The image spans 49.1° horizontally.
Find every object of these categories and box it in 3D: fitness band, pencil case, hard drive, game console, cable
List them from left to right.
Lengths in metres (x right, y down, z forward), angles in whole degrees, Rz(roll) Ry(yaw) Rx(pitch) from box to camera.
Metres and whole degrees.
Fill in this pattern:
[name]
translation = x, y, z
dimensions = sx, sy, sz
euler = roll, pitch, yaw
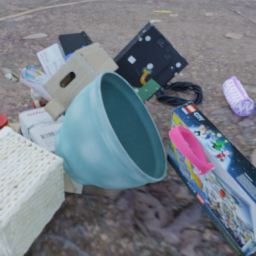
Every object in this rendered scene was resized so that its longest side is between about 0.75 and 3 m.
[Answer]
[game console]
translation = -1.599, -2.619, 9.981
dimensions = 0.900, 1.361, 1.547
euler = -29, 62, 9
[hard drive]
translation = 0.379, -1.848, 9.285
dimensions = 1.886, 2.699, 0.511
euler = 35, 24, -30
[cable]
translation = 2.078, -1.406, 11.377
dimensions = 1.971, 0.501, 1.608
euler = 25, 43, 29
[fitness band]
translation = 1.091, 0.383, 4.812
dimensions = 0.890, 0.232, 1.239
euler = 59, 19, 21
[pencil case]
translation = 4.236, -1.223, 10.867
dimensions = 0.786, 0.800, 1.872
euler = -4, 35, 2

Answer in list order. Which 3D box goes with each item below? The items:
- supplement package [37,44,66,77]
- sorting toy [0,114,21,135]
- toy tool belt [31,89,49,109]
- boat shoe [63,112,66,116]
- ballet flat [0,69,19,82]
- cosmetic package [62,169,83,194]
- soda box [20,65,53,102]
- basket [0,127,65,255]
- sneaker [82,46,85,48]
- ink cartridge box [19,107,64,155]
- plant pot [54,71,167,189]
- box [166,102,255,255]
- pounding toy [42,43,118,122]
[supplement package]
translation = -2.450, -2.103, 10.212
dimensions = 0.814, 1.468, 1.143
euler = -25, -1, 6
[sorting toy]
translation = -4.779, 0.413, 8.532
dimensions = 2.359, 0.821, 2.344
euler = -3, 36, -3
[toy tool belt]
translation = -3.200, -1.269, 10.812
dimensions = 0.956, 0.971, 1.555
euler = -17, 39, -8
[boat shoe]
translation = -1.468, -0.453, 8.448
dimensions = 1.132, 0.419, 0.376
euler = 9, 17, 23
[ballet flat]
translation = -3.853, -1.701, 9.187
dimensions = 0.272, 0.798, 0.268
euler = -33, 75, 12
[cosmetic package]
translation = -1.793, 1.212, 7.187
dimensions = 1.334, 0.691, 0.488
euler = 9, 33, -6
[soda box]
translation = -2.779, -1.402, 9.171
dimensions = 1.507, 0.515, 0.479
euler = 33, 36, 6
[basket]
translation = -2.429, 1.389, 5.693
dimensions = 1.511, 1.862, 1.878
euler = 24, 46, 13
[sneaker]
translation = -1.371, -1.741, 9.108
dimensions = 0.686, 1.761, 0.618
euler = 14, 34, -15
[ink cartridge box]
translation = -2.106, 0.266, 8.544
dimensions = 1.705, 0.966, 2.327
euler = -17, 39, -29
[plant pot]
translation = -0.533, 0.283, 6.415
dimensions = 1.761, 2.628, 2.628
euler = -27, 30, 20
[box]
translation = 1.853, 1.076, 5.902
dimensions = 0.539, 1.954, 2.861
euler = -24, 54, -15
[pounding toy]
translation = -1.602, -1.078, 7.204
dimensions = 2.006, 1.045, 2.284
euler = -36, 10, 28
